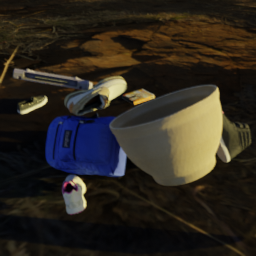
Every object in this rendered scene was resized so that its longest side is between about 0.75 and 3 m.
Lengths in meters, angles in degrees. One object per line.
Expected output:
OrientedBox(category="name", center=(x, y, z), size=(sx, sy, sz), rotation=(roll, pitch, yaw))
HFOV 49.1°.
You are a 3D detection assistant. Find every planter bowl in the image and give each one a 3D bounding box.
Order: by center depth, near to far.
OrientedBox(category="planter bowl", center=(0.966, 0.238, 6.095), size=(2.369, 1.594, 2.369), rotation=(-20, 12, 4))

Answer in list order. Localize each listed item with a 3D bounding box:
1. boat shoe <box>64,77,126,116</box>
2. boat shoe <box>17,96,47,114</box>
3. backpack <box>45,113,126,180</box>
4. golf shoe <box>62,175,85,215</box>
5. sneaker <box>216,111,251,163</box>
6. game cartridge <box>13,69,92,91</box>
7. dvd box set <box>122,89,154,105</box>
OrientedBox(category="boat shoe", center=(-0.747, -0.780, 7.354), size=(1.753, 0.655, 0.600), rotation=(-27, 50, -19))
OrientedBox(category="boat shoe", center=(-3.715, -0.986, 10.892), size=(0.471, 0.389, 1.373), rotation=(18, 38, 25))
OrientedBox(category="backpack", center=(-1.165, 0.378, 7.354), size=(2.006, 1.683, 1.630), rotation=(4, 74, 17))
OrientedBox(category="golf shoe", center=(-1.348, 1.451, 6.835), size=(0.538, 0.653, 1.428), rotation=(-18, 25, -9))
OrientedBox(category="sneaker", center=(2.769, -0.111, 7.889), size=(0.996, 2.007, 0.710), rotation=(-27, 14, -9))
OrientedBox(category="game cartridge", center=(-2.079, -1.371, 8.064), size=(1.997, 0.383, 1.295), rotation=(9, 10, -3))
OrientedBox(category="dvd box set", center=(0.421, -1.270, 11.444), size=(1.073, 0.158, 0.785), rotation=(-20, 37, -31))
